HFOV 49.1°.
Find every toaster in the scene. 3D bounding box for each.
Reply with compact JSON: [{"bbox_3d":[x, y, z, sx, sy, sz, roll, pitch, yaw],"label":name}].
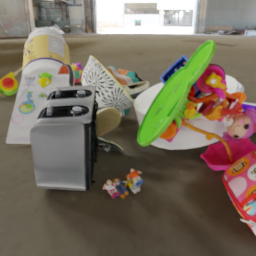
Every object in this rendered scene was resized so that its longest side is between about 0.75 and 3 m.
[{"bbox_3d":[-1.266,0.235,6.143,1.202,2.026,1.832,2,31,-3],"label":"toaster"}]

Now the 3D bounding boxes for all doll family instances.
[{"bbox_3d":[-0.086,1.196,5.863,0.866,0.390,0.538,-24,35,-10],"label":"doll family"}]

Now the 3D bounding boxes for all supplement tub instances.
[{"bbox_3d":[-3.550,-2.893,12.252,1.972,1.972,2.713,-5,52,-11],"label":"supplement tub"}]

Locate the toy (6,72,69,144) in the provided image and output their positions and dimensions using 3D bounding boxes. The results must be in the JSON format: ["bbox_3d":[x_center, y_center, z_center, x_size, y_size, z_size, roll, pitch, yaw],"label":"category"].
[{"bbox_3d":[-2.710,-0.559,8.818,1.558,0.639,2.705,0,59,-4],"label":"toy"}]

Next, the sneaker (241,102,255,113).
[{"bbox_3d":[3.926,-0.275,8.661,2.326,0.809,1.157,-2,24,-6],"label":"sneaker"}]

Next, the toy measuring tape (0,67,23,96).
[{"bbox_3d":[-5.028,-2.112,12.608,0.835,0.835,2.269,17,51,35],"label":"toy measuring tape"}]

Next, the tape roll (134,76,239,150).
[{"bbox_3d":[1.708,-0.587,8.163,2.978,1.041,2.978,-14,24,7],"label":"tape roll"}]

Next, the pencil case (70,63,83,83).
[{"bbox_3d":[-3.468,-2.664,14.068,2.439,1.078,1.078,-13,26,-29],"label":"pencil case"}]

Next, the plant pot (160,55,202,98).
[{"bbox_3d":[1.613,-1.265,7.733,0.853,0.949,0.949,22,31,-49],"label":"plant pot"}]

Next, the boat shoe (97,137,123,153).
[{"bbox_3d":[-0.549,0.527,7.525,0.888,0.319,0.300,17,60,23],"label":"boat shoe"}]

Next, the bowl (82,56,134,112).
[{"bbox_3d":[-0.829,-1.162,8.972,0.997,2.124,2.124,-43,30,0],"label":"bowl"}]

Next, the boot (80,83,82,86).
[{"bbox_3d":[-1.708,-1.593,12.298,1.608,0.557,1.400,0,26,15],"label":"boot"}]

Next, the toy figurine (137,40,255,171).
[{"bbox_3d":[1.946,-0.146,6.257,2.467,2.681,2.013,30,28,-11],"label":"toy figurine"}]

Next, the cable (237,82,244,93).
[{"bbox_3d":[3.127,-1.415,11.223,2.733,0.946,2.734,16,28,32],"label":"cable"}]

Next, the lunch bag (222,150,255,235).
[{"bbox_3d":[2.774,0.920,4.571,2.135,0.875,1.881,-33,16,13],"label":"lunch bag"}]

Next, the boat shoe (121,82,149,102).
[{"bbox_3d":[-0.137,-1.210,9.418,1.982,0.620,0.706,-8,33,-30],"label":"boat shoe"}]

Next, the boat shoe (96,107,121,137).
[{"bbox_3d":[-1.211,0.015,7.591,2.138,0.769,0.693,-27,16,3],"label":"boat shoe"}]

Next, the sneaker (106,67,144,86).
[{"bbox_3d":[-0.189,-2.341,13.564,1.053,0.941,2.636,-9,30,-28],"label":"sneaker"}]

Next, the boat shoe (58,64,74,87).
[{"bbox_3d":[-2.356,-1.336,9.792,0.659,1.852,0.580,16,9,28],"label":"boat shoe"}]

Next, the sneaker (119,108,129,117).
[{"bbox_3d":[-0.481,-0.433,9.586,1.221,0.436,0.488,-15,27,-14],"label":"sneaker"}]
